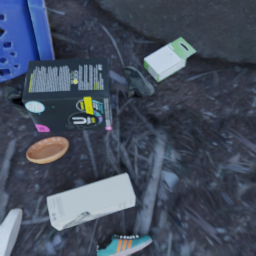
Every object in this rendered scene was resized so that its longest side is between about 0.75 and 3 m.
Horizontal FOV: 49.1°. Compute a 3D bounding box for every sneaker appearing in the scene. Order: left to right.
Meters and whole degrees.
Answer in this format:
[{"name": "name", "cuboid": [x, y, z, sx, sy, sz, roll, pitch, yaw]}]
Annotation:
[{"name": "sneaker", "cuboid": [-3.513, 2.902, 7.052, 1.124, 0.716, 1.945, 12, 56, 2]}, {"name": "sneaker", "cuboid": [-3.769, -1.064, 9.366, 0.582, 0.873, 1.523, -36, 63, -15]}, {"name": "sneaker", "cuboid": [-0.116, 2.970, 7.188, 1.431, 0.511, 0.572, -18, 64, -10]}, {"name": "sneaker", "cuboid": [0.152, -1.562, 9.836, 0.837, 0.558, 1.461, -31, 69, -24]}]

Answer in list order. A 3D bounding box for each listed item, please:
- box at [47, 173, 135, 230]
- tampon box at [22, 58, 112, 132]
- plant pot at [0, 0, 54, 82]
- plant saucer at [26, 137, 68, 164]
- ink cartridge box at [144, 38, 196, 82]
[{"name": "box", "cuboid": [-0.957, 1.994, 7.548, 2.207, 0.907, 0.755, -16, 62, -8]}, {"name": "tampon box", "cuboid": [-1.756, -0.968, 8.736, 2.418, 1.812, 1.527, -3, 60, -2]}, {"name": "plant pot", "cuboid": [-4.053, -3.515, 9.575, 2.622, 2.917, 2.917, -10, 51, -13]}, {"name": "plant saucer", "cuboid": [-2.393, 0.686, 8.411, 1.264, 0.237, 1.264, -8, 27, 4]}, {"name": "ink cartridge box", "cuboid": [1.527, -2.519, 10.331, 1.712, 0.508, 0.889, -33, 65, -10]}]
